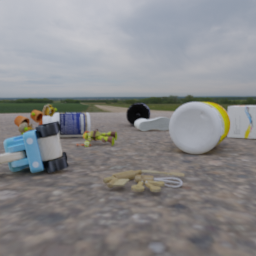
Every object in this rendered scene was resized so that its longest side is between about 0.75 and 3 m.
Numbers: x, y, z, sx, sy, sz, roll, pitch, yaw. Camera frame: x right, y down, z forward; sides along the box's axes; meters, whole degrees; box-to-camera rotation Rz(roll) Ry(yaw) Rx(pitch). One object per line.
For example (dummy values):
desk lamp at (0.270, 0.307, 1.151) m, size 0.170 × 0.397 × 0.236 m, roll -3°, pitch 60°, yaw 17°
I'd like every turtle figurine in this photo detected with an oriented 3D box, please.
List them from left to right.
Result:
turtle figurine at (-1.039, 0.283, 9.694) m, size 1.256 × 0.502 × 1.557 m, roll 2°, pitch 13°, yaw 12°

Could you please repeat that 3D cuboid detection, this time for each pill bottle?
pill bottle at (-2.556, -0.108, 11.635) m, size 1.877 × 1.043 × 1.043 m, roll -1°, pitch 5°, yaw -15°
pill bottle at (0.723, -0.898, 18.513) m, size 1.507 × 1.507 × 2.694 m, roll 0°, pitch 5°, yaw 6°
pill bottle at (2.349, -0.071, 8.736) m, size 1.458 × 1.458 × 2.669 m, roll 2°, pitch 6°, yaw 27°

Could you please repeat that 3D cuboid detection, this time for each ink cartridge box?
ink cartridge box at (5.217, -0.258, 11.644) m, size 1.842 × 1.333 × 1.356 m, roll 2°, pitch 6°, yaw 36°

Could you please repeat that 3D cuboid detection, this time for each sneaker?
sneaker at (1.336, -0.259, 15.142) m, size 2.000 × 0.737 × 1.156 m, roll -3°, pitch 9°, yaw -17°

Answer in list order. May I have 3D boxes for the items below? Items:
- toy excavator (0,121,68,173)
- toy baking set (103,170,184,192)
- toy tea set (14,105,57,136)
toy excavator at (-2.242, 0.560, 5.526) m, size 1.941 × 0.970 × 1.888 m, roll -14°, pitch 6°, yaw -12°
toy baking set at (0.297, 0.920, 4.818) m, size 1.082 × 0.164 × 1.410 m, roll 8°, pitch 9°, yaw 42°
toy tea set at (-3.639, -0.098, 11.504) m, size 0.824 × 1.324 × 2.227 m, roll 27°, pitch 27°, yaw 18°
